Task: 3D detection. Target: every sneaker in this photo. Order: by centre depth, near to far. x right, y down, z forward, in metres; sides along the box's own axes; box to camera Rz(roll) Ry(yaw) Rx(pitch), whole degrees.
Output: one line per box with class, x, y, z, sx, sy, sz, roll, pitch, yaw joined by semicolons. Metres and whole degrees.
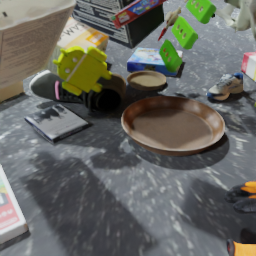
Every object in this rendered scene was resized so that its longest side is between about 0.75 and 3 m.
sneaker;-1.451;-1.091;8.280;2.969;1.050;1.472;-1;28;-9
sneaker;3.160;-1.422;9.132;1.636;0.697;0.630;-24;40;-31

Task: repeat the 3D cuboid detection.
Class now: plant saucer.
plant saucer;1.128;-0.062;7.310;2.614;0.450;2.614;1;34;0
plant saucer;0.651;-1.679;9.969;1.407;0.207;1.407;0;34;0

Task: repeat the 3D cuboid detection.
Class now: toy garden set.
toy garden set;1.784;-3.207;8.005;0.545;2.732;2.277;16;36;-24

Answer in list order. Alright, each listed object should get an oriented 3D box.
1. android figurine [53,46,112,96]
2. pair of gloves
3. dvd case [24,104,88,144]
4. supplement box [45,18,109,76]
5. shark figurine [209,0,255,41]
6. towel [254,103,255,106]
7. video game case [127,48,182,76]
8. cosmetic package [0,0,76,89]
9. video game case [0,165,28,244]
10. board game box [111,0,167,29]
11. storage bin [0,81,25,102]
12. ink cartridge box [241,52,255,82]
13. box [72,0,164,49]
android figurine;-0.999;-1.262;6.109;1.276;1.161;0.262;28;25;-35
pair of gloves;2.835;1.426;4.123;2.663;0.370;2.989;-1;13;19
dvd case;-1.984;-0.166;7.694;1.124;0.185;1.495;-27;42;-35
supplement box;-1.914;-2.266;7.222;2.393;0.880;1.508;26;42;3
shark figurine;3.379;-3.227;7.639;1.285;1.839;3.078;-24;6;6
towel;4.999;-0.505;8.175;1.487;0.236;2.070;-22;39;-29
video game case;1.119;-2.724;11.333;1.945;0.442;1.763;9;34;13
cosmetic package;-1.986;-1.674;4.725;1.307;1.103;2.528;-35;5;-29
video game case;-3.371;1.357;5.329;2.055;0.251;2.874;-20;38;-28
board game box;0.957;-2.283;4.189;2.449;0.238;1.261;-16;26;36
storage bin;-4.606;-1.421;9.026;1.722;0.813;1.735;20;39;27
ink cartridge box;5.142;-2.135;10.168;1.273;0.731;1.753;-4;34;-6
box;-0.557;-3.983;7.717;2.607;2.586;1.606;32;66;32
